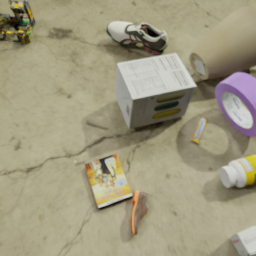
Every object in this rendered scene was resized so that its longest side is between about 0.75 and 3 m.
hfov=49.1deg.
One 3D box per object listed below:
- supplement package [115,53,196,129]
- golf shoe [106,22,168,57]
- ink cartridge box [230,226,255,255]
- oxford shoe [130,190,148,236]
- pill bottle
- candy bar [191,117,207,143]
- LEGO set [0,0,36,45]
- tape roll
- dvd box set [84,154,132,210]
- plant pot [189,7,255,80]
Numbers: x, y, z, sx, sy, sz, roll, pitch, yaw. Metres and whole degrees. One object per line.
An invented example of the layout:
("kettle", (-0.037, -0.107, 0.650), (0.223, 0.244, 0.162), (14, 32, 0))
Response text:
("supplement package", (0.900, -1.356, 10.367), (2.335, 1.772, 1.759), (-13, 58, -14))
("golf shoe", (0.414, -4.231, 12.321), (2.895, 1.275, 1.117), (19, 74, 6))
("ink cartridge box", (3.644, 3.649, 7.964), (0.618, 1.065, 1.476), (-24, 62, -4))
("oxford shoe", (0.369, 2.702, 8.902), (0.521, 0.509, 1.429), (10, 60, 0))
("pill bottle", (3.942, 1.460, 9.344), (1.614, 0.907, 0.907), (-13, 61, -9))
("candy bar", (2.722, 0.058, 10.650), (0.300, 0.133, 1.203), (23, 63, 12))
("LEGO set", (-5.564, -5.023, 12.813), (2.605, 1.509, 2.003), (12, 60, 7))
("tape roll", (4.093, -0.793, 9.863), (0.739, 2.253, 2.253), (-34, 65, -5))
("dvd box set", (-0.693, 1.798, 9.561), (1.206, 0.242, 1.649), (-17, 61, -9))
("plant pot", (3.922, -3.105, 11.343), (2.639, 2.472, 2.472), (-31, 64, -8))
